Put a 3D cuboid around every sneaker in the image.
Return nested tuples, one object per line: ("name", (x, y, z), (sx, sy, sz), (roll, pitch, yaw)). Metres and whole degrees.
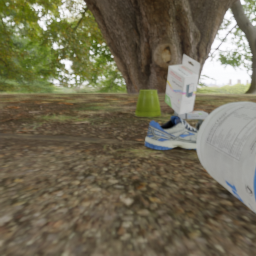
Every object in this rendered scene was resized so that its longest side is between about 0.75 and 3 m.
("sneaker", (1.547, 0.121, 8.019), (2.152, 0.917, 0.829), (-2, 10, -17))

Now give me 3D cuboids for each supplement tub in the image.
("supplement tub", (2.092, 0.454, 4.030), (1.558, 1.558, 2.361), (-1, 9, -5))

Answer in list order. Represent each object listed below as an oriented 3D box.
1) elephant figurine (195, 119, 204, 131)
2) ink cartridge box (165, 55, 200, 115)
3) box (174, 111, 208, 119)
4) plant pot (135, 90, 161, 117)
("elephant figurine", (2.829, 0.053, 9.713), (0.889, 0.629, 0.689), (14, 35, -12))
("ink cartridge box", (1.504, -1.232, 7.925), (0.490, 1.457, 0.853), (-13, 37, -21))
("box", (3.268, -0.662, 14.654), (1.548, 0.319, 1.207), (1, 10, 1))
("plant pot", (1.118, -1.422, 15.786), (1.501, 1.445, 1.501), (-1, 9, 0))
